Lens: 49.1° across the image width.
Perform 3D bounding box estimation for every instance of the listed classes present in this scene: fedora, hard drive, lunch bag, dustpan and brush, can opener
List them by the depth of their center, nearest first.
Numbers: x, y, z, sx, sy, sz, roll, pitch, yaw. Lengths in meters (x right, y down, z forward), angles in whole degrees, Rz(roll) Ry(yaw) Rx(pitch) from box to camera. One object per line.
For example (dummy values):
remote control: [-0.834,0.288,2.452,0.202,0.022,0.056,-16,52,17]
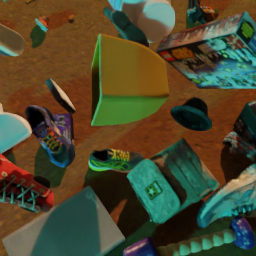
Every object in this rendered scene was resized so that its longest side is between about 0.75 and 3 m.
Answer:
hard drive: [-1.330,-0.615,5.564,0.145,0.764,0.534,-35,71,-1]
hard drive: [-1.518,2.732,6.784,2.419,0.398,1.688,-30,63,-20]
fedora: [1.626,-0.395,6.963,1.182,1.182,0.540,22,72,13]
lunch bag: [1.077,1.411,7.259,1.866,1.097,1.530,-30,67,-9]
dustpan and brush: [-3.843,-0.162,8.576,1.447,0.593,2.073,-32,71,-2]
can opener: [2.742,-4.988,11.573,0.625,0.776,1.973,-25,48,31]

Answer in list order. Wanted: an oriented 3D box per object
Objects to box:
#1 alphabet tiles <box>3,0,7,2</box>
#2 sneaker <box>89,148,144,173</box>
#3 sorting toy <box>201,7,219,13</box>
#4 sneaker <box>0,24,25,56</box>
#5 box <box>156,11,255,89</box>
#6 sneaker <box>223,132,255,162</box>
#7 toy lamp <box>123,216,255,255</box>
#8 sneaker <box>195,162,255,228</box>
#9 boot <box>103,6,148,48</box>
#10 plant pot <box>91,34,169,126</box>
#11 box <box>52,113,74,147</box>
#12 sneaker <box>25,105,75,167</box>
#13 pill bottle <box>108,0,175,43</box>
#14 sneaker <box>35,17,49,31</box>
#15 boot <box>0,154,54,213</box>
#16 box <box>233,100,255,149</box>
alphabet tiles: [-2.905,-3.967,6.378,1.751,0.067,2.105,-34,80,6]
sneaker: [-0.330,0.889,7.809,1.582,0.669,0.589,-5,59,-3]
sorting toy: [3.406,-4.927,11.639,0.766,0.113,0.566,-9,47,-24]
sneaker: [-4.057,-2.709,7.616,1.010,2.390,0.896,2,67,32]
box: [2.006,-1.540,6.292,1.757,2.567,0.512,33,82,-26]
sneaker: [3.213,0.645,8.096,0.554,0.460,1.160,-31,46,-10]
toy lamp: [1.373,2.790,6.571,2.984,0.869,0.869,-9,59,-9]
sneaker: [2.864,1.835,7.059,2.573,0.999,1.111,-30,66,-17]
boot: [-0.032,-2.359,6.694,0.437,1.253,0.825,-38,35,4]
plant pot: [0.018,-0.764,5.064,1.260,1.224,1.232,3,70,-13]
box: [-2.046,0.115,8.450,0.736,0.411,1.044,-8,59,-2]
sneaker: [-1.446,0.134,4.970,0.513,0.534,1.361,-40,73,0]
pill bottle: [0.287,-3.396,7.544,1.365,1.365,2.509,-16,50,-10]
sneaker: [-3.314,-4.197,11.150,0.467,0.323,0.834,-35,64,-18]
boot: [-2.193,0.941,4.659,1.836,2.545,0.922,28,85,2]
box: [4.408,-0.098,8.108,1.934,1.202,1.436,-17,60,-9]
